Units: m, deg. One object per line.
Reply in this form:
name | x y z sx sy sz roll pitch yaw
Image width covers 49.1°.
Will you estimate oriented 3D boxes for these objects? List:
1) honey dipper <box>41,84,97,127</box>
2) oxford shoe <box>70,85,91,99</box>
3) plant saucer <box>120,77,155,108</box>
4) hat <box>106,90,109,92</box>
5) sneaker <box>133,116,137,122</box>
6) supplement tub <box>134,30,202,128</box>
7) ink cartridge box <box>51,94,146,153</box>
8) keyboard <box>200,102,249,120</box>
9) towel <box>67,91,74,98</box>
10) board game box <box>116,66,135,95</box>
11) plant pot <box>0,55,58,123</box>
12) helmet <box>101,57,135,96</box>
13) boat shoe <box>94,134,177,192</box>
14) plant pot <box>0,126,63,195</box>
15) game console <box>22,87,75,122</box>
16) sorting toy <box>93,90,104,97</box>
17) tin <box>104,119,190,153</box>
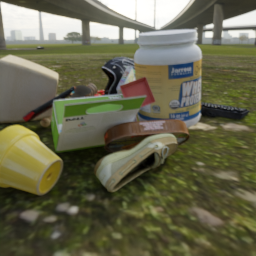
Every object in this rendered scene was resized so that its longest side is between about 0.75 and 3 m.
honey dipper | -2.303 -0.907 11.030 0.552 0.552 2.908 13 39 33
oxford shoe | -1.743 -1.092 9.946 0.540 0.539 1.514 28 32 -1
plant saucer | 0.258 -0.924 7.778 0.782 0.784 0.144 -21 -9 -2
hat | -0.650 -1.546 12.589 0.758 0.306 0.758 -5 11 1
sneaker | -0.020 -0.225 10.030 0.687 0.625 1.553 -8 18 6
supplement tub | 1.316 -1.615 9.310 2.161 2.988 2.161 -4 22 2
ink cartridge box | -0.911 -0.412 7.436 2.010 1.030 2.720 -8 -24 -21
keyboard | 3.546 -0.825 12.125 2.870 0.368 1.723 13 23 36
towel | -2.547 -1.657 13.320 1.195 0.177 1.630 -8 14 20
board game box | -0.063 -1.604 10.361 0.195 0.766 1.139 13 60 20
plant pot | -4.006 -1.524 11.456 2.099 2.371 2.368 6 16 -16
helmet | -0.152 -2.057 12.510 2.204 2.101 2.204 8 5 -1
boat shoe | 0.352 0.807 6.620 2.307 0.841 0.726 -16 47 -32
plant pot | -2.174 0.792 6.047 1.259 1.338 1.338 25 25 13
game console | -2.759 -0.828 9.669 1.745 0.271 1.543 -39 10 -30
sorting toy | -1.475 -1.471 13.722 1.509 0.528 1.518 -12 23 -32
tin | 0.509 0.236 7.629 2.355 0.493 1.318 -3 -20 -14
